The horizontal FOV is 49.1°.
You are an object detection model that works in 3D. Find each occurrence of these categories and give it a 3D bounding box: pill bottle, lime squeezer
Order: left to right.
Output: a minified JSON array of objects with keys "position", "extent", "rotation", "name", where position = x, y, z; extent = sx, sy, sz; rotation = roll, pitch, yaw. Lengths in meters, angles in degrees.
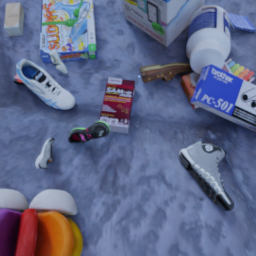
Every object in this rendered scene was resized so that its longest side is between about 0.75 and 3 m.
[{"position":[-1.920,-3.807,9.356],"extent":[0.699,0.373,1.978],"rotation":[41,76,4],"name":"lime squeezer"},{"position":[2.509,-2.723,8.788],"extent":[1.301,1.301,2.345],"rotation":[12,50,5],"name":"pill bottle"}]

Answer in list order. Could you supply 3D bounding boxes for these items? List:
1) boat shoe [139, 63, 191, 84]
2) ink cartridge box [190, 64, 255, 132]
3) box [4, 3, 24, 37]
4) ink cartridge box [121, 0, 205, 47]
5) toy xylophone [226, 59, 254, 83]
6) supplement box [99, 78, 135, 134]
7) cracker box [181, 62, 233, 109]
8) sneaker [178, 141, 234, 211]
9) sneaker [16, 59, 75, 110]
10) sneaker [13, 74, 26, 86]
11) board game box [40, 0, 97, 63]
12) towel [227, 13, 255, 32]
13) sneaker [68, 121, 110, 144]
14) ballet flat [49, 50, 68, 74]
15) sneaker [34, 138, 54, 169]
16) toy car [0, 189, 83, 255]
[{"position":[1.226,-1.799,9.153],"extent":[1.736,0.625,0.586],"rotation":[-9,100,-12],"name":"boat shoe"},{"position":[3.100,-0.794,8.089],"extent":[2.416,0.534,1.136],"rotation":[21,86,-13],"name":"ink cartridge box"},{"position":[-4.084,-3.889,10.063],"extent":[0.544,0.445,1.145],"rotation":[-7,66,-3],"name":"box"},{"position":[1.119,-4.569,8.884],"extent":[2.108,2.873,2.098],"rotation":[40,82,17],"name":"ink cartridge box"},{"position":[3.561,-1.734,9.234],"extent":[1.091,0.274,0.799],"rotation":[38,73,15],"name":"toy xylophone"},{"position":[-0.325,-0.708,8.670],"extent":[0.897,0.502,1.649],"rotation":[7,66,3],"name":"supplement box"},{"position":[2.597,-1.363,8.927],"extent":[1.538,0.444,1.030],"rotation":[-20,68,-4],"name":"cracker box"},{"position":[2.453,1.163,7.743],"extent":[1.182,0.768,2.047],"rotation":[-32,69,-15],"name":"sneaker"},{"position":[-2.559,-1.298,8.653],"extent":[2.115,0.766,0.760],"rotation":[37,73,-4],"name":"sneaker"},{"position":[-3.218,-1.624,9.155],"extent":[0.989,0.330,0.530],"rotation":[12,70,8],"name":"sneaker"},{"position":[-2.116,-3.624,9.930],"extent":[1.875,0.477,2.770],"rotation":[-6,67,-3],"name":"board game box"},{"position":[3.992,-3.765,9.941],"extent":[1.098,0.131,0.795],"rotation":[-3,59,-29],"name":"towel"},{"position":[-1.118,0.206,7.966],"extent":[1.376,0.528,0.576],"rotation":[-17,22,25],"name":"sneaker"},{"position":[-2.312,-2.112,9.146],"extent":[0.314,0.314,0.874],"rotation":[-33,115,-13],"name":"ballet flat"},{"position":[-2.277,0.733,7.931],"extent":[0.389,0.362,0.981],"rotation":[14,60,2],"name":"sneaker"},{"position":[-2.538,2.604,6.353],"extent":[2.859,2.144,2.502],"rotation":[1,67,0],"name":"toy car"}]
